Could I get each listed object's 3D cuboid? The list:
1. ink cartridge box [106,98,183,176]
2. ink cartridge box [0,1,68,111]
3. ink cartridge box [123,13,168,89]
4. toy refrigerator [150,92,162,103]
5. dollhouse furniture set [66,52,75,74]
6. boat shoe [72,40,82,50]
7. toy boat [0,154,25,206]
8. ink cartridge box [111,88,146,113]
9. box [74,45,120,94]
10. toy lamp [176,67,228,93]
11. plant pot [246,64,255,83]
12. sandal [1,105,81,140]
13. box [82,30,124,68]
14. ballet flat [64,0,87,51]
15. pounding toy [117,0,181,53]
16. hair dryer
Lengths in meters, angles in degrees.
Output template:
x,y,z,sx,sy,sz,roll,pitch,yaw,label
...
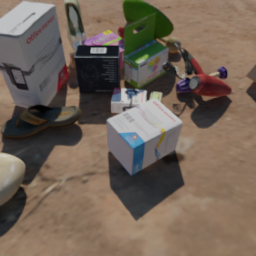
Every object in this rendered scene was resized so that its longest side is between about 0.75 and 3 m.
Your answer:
x,y,z,sx,sy,sz,roll,pitch,yaw,label
0.435,0.218,7.935,1.696,1.238,1.244,-26,53,-24,ink cartridge box
-3.088,-2.311,9.135,1.186,2.844,2.065,14,50,12,ink cartridge box
0.648,-2.695,9.947,1.585,2.145,0.812,-35,57,-27,ink cartridge box
0.891,-0.776,9.453,0.377,0.347,0.992,9,48,8,toy refrigerator
-1.828,-2.289,10.619,1.085,0.621,1.272,-24,52,-20,dollhouse furniture set
-1.633,-2.715,10.565,0.399,0.437,1.215,-29,87,8,boat shoe
-3.852,1.118,7.402,2.073,1.146,2.466,-25,61,-15,toy boat
0.038,-0.894,9.438,1.133,0.478,0.820,5,46,4,ink cartridge box
-1.020,-2.029,9.778,1.488,1.463,0.923,0,42,0,box
2.638,-1.717,10.132,1.919,0.559,0.559,-18,51,-14,toy lamp
5.542,-2.127,9.786,1.680,1.678,1.487,-29,70,-36,plant pot
-2.745,-0.330,8.692,2.543,0.694,1.039,-10,44,6,sandal
-0.801,-3.036,11.179,1.390,0.764,1.581,-33,56,-26,box
-2.040,-3.880,10.897,0.783,2.253,0.783,-6,38,5,ballet flat
0.658,-3.745,11.114,2.208,2.860,1.327,34,95,34,pounding toy
2.517,-1.930,9.659,2.625,0.713,1.999,38,48,-4,hair dryer
